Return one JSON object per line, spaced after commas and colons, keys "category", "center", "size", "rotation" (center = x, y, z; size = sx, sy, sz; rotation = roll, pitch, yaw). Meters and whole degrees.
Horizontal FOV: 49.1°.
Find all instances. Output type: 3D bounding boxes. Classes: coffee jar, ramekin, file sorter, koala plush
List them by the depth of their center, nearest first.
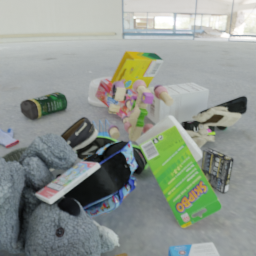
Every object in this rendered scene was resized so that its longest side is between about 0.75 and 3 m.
{"category": "koala plush", "center": [-1.769, 2.086, 6.071], "size": [2.984, 2.742, 2.646], "rotation": [33, 24, 17]}
{"category": "file sorter", "center": [-1.404, 0.145, 11.829], "size": [1.223, 0.750, 0.849], "rotation": [-6, 25, -15]}
{"category": "coffee jar", "center": [-4.355, -1.160, 14.516], "size": [1.162, 0.951, 2.229], "rotation": [19, 31, 37]}
{"category": "ramekin", "center": [-1.112, -2.180, 16.425], "size": [2.591, 1.207, 2.591], "rotation": [-2, 25, 1]}

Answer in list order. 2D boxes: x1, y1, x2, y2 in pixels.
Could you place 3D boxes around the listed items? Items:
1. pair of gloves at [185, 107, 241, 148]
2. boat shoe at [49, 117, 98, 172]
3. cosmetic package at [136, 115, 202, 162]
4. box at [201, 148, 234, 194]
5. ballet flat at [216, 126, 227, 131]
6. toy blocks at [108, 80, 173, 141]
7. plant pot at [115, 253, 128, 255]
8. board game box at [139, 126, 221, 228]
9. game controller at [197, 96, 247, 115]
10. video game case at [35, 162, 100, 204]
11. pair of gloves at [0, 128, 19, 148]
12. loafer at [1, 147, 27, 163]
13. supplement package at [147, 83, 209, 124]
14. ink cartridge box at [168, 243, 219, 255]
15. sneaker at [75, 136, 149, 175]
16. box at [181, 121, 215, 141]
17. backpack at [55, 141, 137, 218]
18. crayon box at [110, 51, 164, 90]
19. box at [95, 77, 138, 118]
{"category": "pair of gloves", "center": [2.663, 0.078, 9.800], "size": [1.847, 2.172, 0.381], "rotation": [14, 47, -35]}
{"category": "boat shoe", "center": [-2.233, 0.605, 9.364], "size": [2.560, 0.772, 0.946], "rotation": [-35, 33, -5]}
{"category": "cosmetic package", "center": [1.327, 0.609, 8.859], "size": [1.594, 1.315, 1.314], "rotation": [52, 13, 8]}
{"category": "box", "center": [2.712, 1.317, 8.671], "size": [0.285, 1.160, 0.935], "rotation": [-18, 28, -35]}
{"category": "ballet flat", "center": [4.182, -0.374, 13.143], "size": [0.523, 0.520, 1.529], "rotation": [29, 23, -14]}
{"category": "toy blocks", "center": [0.155, -0.870, 11.477], "size": [2.516, 2.351, 2.118], "rotation": [6, 29, -21]}
{"category": "plant pot", "center": [-0.602, 2.612, 4.253], "size": [1.284, 1.196, 1.196], "rotation": [1, 23, -15]}
{"category": "board game box", "center": [1.377, 1.291, 7.640], "size": [1.204, 0.378, 2.521], "rotation": [-30, 67, 7]}
{"category": "game controller", "center": [4.091, -0.663, 12.206], "size": [2.267, 1.183, 0.477], "rotation": [-21, 46, 4]}
{"category": "video game case", "center": [-1.316, 1.141, 6.058], "size": [1.283, 0.112, 0.917], "rotation": [-35, 16, -31]}
{"category": "pair of gloves", "center": [-5.813, 0.557, 11.469], "size": [2.095, 0.297, 2.606], "rotation": [18, 30, 34]}
{"category": "loafer", "center": [-3.554, 1.373, 8.100], "size": [2.675, 1.006, 0.932], "rotation": [-25, -8, -25]}
{"category": "supplement package", "center": [2.398, -1.202, 13.852], "size": [2.657, 1.553, 1.558], "rotation": [-8, 25, -18]}
{"category": "ink cartridge box", "center": [1.438, 3.026, 5.493], "size": [1.004, 0.588, 1.389], "rotation": [-2, 23, -7]}
{"category": "sneaker", "center": [-0.603, 0.980, 9.546], "size": [2.650, 1.017, 1.110], "rotation": [7, 28, 13]}
{"category": "box", "center": [2.876, 0.127, 11.492], "size": [1.167, 0.867, 0.725], "rotation": [-3, -2, -6]}
{"category": "backpack", "center": [-0.619, 1.292, 7.777], "size": [1.930, 1.423, 2.115], "rotation": [-30, 2, 30]}
{"category": "crayon box", "center": [0.298, -2.652, 13.021], "size": [2.676, 1.699, 0.680], "rotation": [-13, 53, -48]}
{"category": "box", "center": [-0.429, -1.511, 14.215], "size": [2.226, 1.054, 1.142], "rotation": [38, 37, 17]}
